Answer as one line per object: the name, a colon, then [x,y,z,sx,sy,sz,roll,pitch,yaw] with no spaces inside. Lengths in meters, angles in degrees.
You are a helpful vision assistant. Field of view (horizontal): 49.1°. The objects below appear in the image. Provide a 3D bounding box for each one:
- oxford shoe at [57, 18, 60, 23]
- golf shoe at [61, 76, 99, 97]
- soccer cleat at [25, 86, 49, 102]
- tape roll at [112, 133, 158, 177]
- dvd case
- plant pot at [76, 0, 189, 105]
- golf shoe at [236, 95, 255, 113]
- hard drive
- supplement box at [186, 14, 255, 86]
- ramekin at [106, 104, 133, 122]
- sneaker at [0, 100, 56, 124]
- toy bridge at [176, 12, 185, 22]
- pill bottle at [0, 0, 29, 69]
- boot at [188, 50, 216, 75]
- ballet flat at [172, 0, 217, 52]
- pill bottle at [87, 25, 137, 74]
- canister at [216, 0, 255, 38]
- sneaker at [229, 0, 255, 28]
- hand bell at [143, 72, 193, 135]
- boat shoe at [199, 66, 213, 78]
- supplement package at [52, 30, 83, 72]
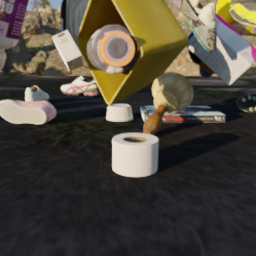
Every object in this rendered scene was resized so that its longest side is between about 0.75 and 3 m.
oxford shoe: [-2.877,-4.692,12.500,0.751,0.281,0.265,13,-9,16]
golf shoe: [-3.084,-2.704,17.988,2.750,1.266,0.998,3,15,20]
soccer cleat: [-4.703,-1.748,14.616,0.808,0.904,2.332,0,13,2]
tape roll: [0.137,0.509,5.494,0.906,0.622,0.906,0,13,0]
dvd case: [1.955,-0.547,10.749,2.878,0.317,2.101,-1,13,-1]
plant pot: [0.169,-2.113,6.886,1.835,2.080,2.080,-19,-16,-32]
golf shoe: [5.286,-0.989,12.150,1.988,0.767,0.876,-2,-5,-29]
hard drive: [-0.673,-3.340,8.146,2.565,1.792,0.485,-15,47,-29]
supplement box: [2.749,-2.333,8.224,1.883,0.973,0.953,45,51,7]
ramekin: [-0.327,-0.576,10.408,0.991,0.520,0.991,0,13,0]
sneaker: [-3.511,-0.594,9.961,2.026,0.762,1.059,10,18,15]
toy bridge: [1.461,-4.156,11.159,1.644,0.224,0.553,-14,52,10]
pill bottle: [-3.057,-2.666,6.279,1.397,2.489,1.397,19,16,-6]
boot: [2.641,-2.510,9.904,1.363,0.670,1.904,22,27,-27]
ballet flat: [1.598,-2.817,6.554,0.779,2.166,0.779,-37,4,3]
pill bottle: [-0.364,-1.673,6.032,0.977,0.977,1.840,-3,15,-11]
canister: [3.715,-3.603,8.835,1.937,1.439,0.838,-7,49,-21]
sneaker: [2.785,-1.774,4.709,0.933,0.821,2.206,-12,54,-37]
hand bell: [1.020,-0.553,8.862,1.506,1.506,2.892,6,33,23]
boat shoe: [3.612,-2.990,10.926,0.946,2.526,0.781,25,30,-12]
supplement package: [-1.472,-1.881,6.900,0.417,0.752,0.585,-29,-9,-9]
